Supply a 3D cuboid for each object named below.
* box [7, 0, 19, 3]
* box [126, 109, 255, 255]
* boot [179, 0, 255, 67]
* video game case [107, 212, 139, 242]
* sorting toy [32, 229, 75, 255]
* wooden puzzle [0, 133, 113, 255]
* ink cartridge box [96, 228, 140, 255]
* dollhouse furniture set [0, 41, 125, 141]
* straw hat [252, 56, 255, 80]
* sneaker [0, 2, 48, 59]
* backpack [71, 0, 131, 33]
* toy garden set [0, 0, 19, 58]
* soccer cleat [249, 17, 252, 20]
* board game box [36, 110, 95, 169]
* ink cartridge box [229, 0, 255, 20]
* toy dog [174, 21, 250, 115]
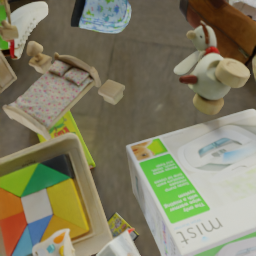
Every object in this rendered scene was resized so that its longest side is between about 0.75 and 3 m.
[{"bbox_3d":[-4.389,-5.199,9.374,2.763,0.688,2.179,-19,71,-7],"label":"box"},{"bbox_3d":[1.415,0.928,4.072,2.365,1.143,2.087,-15,32,-9],"label":"box"},{"bbox_3d":[1.985,-2.651,5.957,0.830,2.283,2.425,-20,61,-16],"label":"boot"},{"bbox_3d":[-0.324,2.680,6.860,0.802,0.113,0.887,41,76,13],"label":"video game case"},{"bbox_3d":[-1.276,2.228,4.787,0.721,0.428,0.801,-14,98,18],"label":"sorting toy"},{"bbox_3d":[-2.047,1.862,6.607,2.676,0.539,2.893,-21,79,-1],"label":"wooden puzzle"},{"bbox_3d":[-0.544,2.504,4.434,1.828,2.254,0.565,-44,71,-3],"label":"ink cartridge box"},{"bbox_3d":[-1.699,-0.629,4.253,2.478,1.210,2.113,24,61,26],"label":"dollhouse furniture set"},{"bbox_3d":[4.716,-1.835,7.654,2.250,0.952,2.250,0,93,-3],"label":"straw hat"},{"bbox_3d":[-3.351,-2.773,8.533,2.654,0.966,1.124,-41,100,-16],"label":"sneaker"},{"bbox_3d":[-0.394,-1.887,4.525,0.880,0.677,0.718,17,80,-24],"label":"backpack"},{"bbox_3d":[-2.828,-2.691,5.767,0.500,2.508,2.090,-19,58,-31],"label":"toy garden set"},{"bbox_3d":[4.136,-2.684,8.475,2.388,0.820,1.017,12,91,-2],"label":"soccer cleat"},{"bbox_3d":[-1.769,0.327,7.504,1.019,0.477,2.005,-25,72,-9],"label":"board game box"},{"bbox_3d":[4.305,-4.041,8.528,2.032,1.485,0.857,13,75,5],"label":"ink cartridge box"},{"bbox_3d":[1.213,-1.117,4.838,0.942,1.289,1.955,11,27,-15],"label":"toy dog"}]
